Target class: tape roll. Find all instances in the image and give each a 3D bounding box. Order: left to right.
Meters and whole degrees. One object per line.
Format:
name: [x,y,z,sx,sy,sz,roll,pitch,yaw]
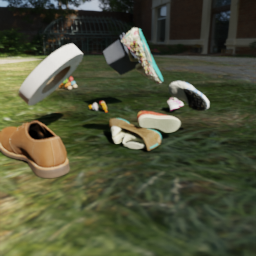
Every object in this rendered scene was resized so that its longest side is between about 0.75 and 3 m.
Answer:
tape roll: [-2.131,-1.457,7.818,2.109,0.385,2.109,-43,7,6]

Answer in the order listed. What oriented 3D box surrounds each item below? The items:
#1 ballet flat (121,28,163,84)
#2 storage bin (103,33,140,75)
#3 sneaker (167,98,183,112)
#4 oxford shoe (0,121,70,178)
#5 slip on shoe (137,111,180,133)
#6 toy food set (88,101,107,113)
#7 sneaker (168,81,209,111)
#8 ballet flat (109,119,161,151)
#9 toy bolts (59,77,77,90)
ballet flat: [0.328,-1.614,6.573,0.506,1.584,0.599,-19,43,17]
storage bin: [-0.223,-2.751,10.684,1.035,1.122,1.541,-26,-20,16]
sneaker: [1.905,-1.020,11.428,0.447,0.485,1.100,-25,0,26]
oxford shoe: [-2.404,0.262,6.933,2.892,1.031,1.032,14,24,42]
slip on shoe: [0.862,-0.203,7.809,1.403,0.520,0.429,8,33,-26]
toy food set: [-1.182,-0.817,11.476,0.885,0.398,0.423,-9,24,37]
sneaker: [1.939,-1.046,8.693,0.642,0.637,1.772,-17,32,-20]
ballet flat: [0.002,0.229,7.838,1.920,0.651,0.695,20,49,35]
toy bolts: [-3.484,-2.458,16.374,0.901,0.654,0.943,-38,0,42]
